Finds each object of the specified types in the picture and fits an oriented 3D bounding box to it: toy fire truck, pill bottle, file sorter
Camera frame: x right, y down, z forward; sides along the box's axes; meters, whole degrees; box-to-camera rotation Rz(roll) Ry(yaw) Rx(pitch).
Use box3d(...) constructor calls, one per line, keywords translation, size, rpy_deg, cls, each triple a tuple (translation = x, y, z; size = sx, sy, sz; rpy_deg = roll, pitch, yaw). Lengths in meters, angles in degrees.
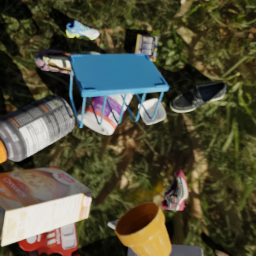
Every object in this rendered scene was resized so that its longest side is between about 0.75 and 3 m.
box3d(translation=(-2.707, 4.241, 9.735), size=(2.007, 1.340, 2.390), rpy_deg=(-5, 71, -21), cls="toy fire truck")
box3d(translation=(-0.730, -1.290, 11.361), size=(1.586, 1.586, 2.846), rpy_deg=(25, 73, 8), cls="pill bottle")
box3d(translation=(-0.424, -1.134, 8.584), size=(2.535, 1.555, 1.759), rpy_deg=(-7, 48, -21), cls="file sorter")
box3d(translation=(-2.968, 0.070, 8.225), size=(1.371, 1.371, 2.580), rpy_deg=(45, 48, 13), cls="pill bottle")

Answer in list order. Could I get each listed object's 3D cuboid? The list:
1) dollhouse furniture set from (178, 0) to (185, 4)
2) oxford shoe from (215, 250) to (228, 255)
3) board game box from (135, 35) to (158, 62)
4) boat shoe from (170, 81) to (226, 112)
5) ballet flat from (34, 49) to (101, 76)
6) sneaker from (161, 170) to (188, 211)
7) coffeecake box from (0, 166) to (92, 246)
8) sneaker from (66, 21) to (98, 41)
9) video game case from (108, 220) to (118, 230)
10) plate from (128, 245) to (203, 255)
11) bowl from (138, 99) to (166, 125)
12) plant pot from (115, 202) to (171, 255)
box3d(translation=(3.327, -6.795, 13.966), size=(1.853, 0.905, 1.580), rpy_deg=(-12, 64, -32), cls="dollhouse furniture set")
box3d(translation=(3.523, 4.753, 9.949), size=(1.057, 0.372, 0.395), rpy_deg=(33, 77, 11), cls="oxford shoe")
box3d(translation=(0.831, -3.659, 12.847), size=(0.964, 0.331, 1.166), rpy_deg=(7, 71, 4), cls="board game box")
box3d(translation=(2.991, -1.375, 11.792), size=(2.517, 0.835, 0.941), rpy_deg=(-13, 72, -4), cls="boat shoe")
box3d(translation=(-1.758, -2.131, 9.291), size=(2.544, 0.905, 0.879), rpy_deg=(-1, 109, -31), cls="ballet flat")
box3d(translation=(1.129, 1.576, 6.776), size=(0.503, 1.346, 0.543), rpy_deg=(-1, 38, -4), cls="sneaker")
box3d(translation=(-2.701, 2.021, 8.010), size=(2.013, 2.622, 0.958), rpy_deg=(22, 105, 39), cls="coffeecake box")
box3d(translation=(-2.144, -4.478, 12.875), size=(1.518, 0.797, 0.575), rpy_deg=(-1, 71, 0), cls="sneaker")
box3d(translation=(-0.107, 2.995, 8.258), size=(0.836, 0.919, 0.107), rpy_deg=(24, 83, 18), cls="video game case")
box3d(translation=(1.191, 5.235, 9.290), size=(2.609, 0.423, 2.615), rpy_deg=(-1, 49, 10), cls="plate")
box3d(translation=(0.994, -0.636, 11.790), size=(0.994, 0.371, 0.995), rpy_deg=(-21, 72, -7), cls="bowl")
box3d(translation=(0.492, 2.808, 7.282), size=(1.297, 1.297, 1.188), rpy_deg=(-31, 101, -10), cls="plant pot")
